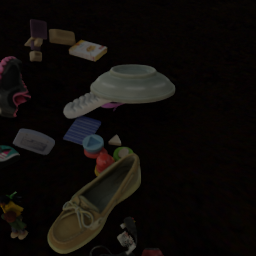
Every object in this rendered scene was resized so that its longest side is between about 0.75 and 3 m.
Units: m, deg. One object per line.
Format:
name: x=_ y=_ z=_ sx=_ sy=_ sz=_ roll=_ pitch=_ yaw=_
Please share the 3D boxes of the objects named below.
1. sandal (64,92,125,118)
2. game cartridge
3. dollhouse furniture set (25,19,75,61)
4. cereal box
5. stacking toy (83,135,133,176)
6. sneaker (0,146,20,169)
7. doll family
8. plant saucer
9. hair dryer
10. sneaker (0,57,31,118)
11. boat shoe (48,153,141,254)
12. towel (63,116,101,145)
sandal: x=-0.677 y=-0.914 z=9.361 sx=2.951 sy=0.725 sz=1.201 roll=-20 pitch=31 yaw=-2
game cartridge: x=-2.548 y=0.374 z=7.642 sx=0.976 sy=0.650 sz=0.200 roll=24 pitch=41 yaw=-25
dollhouse furniture set: x=-3.485 y=-3.588 z=12.515 sx=2.081 sy=1.649 sz=1.477 roll=-3 pitch=-3 yaw=-36
cereal box: x=-1.736 y=-3.370 z=12.179 sx=1.352 sy=0.267 sz=0.973 roll=19 pitch=47 yaw=19
stacking toy: x=-0.553 y=0.584 z=7.810 sx=1.244 sy=0.581 sz=1.375 roll=-23 pitch=49 yaw=-22
sneaker: x=-3.526 y=0.782 z=7.735 sx=0.906 sy=0.379 sz=0.547 roll=-22 pitch=52 yaw=-32
doll family: x=-2.955 y=1.762 z=6.231 sx=1.819 sy=1.052 sz=0.714 roll=10 pitch=45 yaw=11
plant saucer: x=0.166 y=-1.624 z=9.425 sx=2.864 sy=0.719 sz=2.864 roll=1 pitch=26 yaw=0
hair dryer: x=0.116 y=2.787 z=5.526 sx=1.307 sy=0.466 sz=1.716 roll=-47 pitch=56 yaw=7
sneaker: x=-4.024 y=-1.378 z=9.732 sx=1.388 sy=1.150 sz=2.911 roll=17 pitch=43 yaw=-14
boat shoe: x=-0.710 y=1.630 z=6.496 sx=1.008 sy=0.869 sz=2.763 roll=34 pitch=53 yaw=31
towel: x=-1.404 y=0.074 z=8.705 sx=0.808 sy=0.133 sz=1.117 roll=16 pitch=47 yaw=13
